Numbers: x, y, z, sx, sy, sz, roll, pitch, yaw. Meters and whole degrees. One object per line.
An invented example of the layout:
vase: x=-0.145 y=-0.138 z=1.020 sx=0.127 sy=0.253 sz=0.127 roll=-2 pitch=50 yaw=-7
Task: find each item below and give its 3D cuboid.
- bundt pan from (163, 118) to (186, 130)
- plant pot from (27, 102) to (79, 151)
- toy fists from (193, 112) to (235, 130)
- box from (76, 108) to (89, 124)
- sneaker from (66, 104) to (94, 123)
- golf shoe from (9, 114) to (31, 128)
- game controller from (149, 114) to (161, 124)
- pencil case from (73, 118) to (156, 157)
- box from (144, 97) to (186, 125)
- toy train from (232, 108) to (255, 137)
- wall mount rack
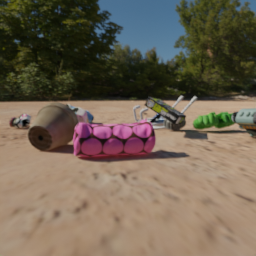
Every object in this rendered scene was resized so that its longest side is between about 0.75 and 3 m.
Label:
bundt pan: x=1.824 y=-0.309 z=11.028 sx=0.920 sy=0.345 sz=0.920 roll=-7 pitch=33 yaw=5
plant pot: x=-2.096 y=0.051 z=7.531 sx=1.246 sy=1.246 sz=1.081 roll=2 pitch=23 yaw=16
toy fists: x=3.378 y=-0.286 z=10.772 sx=1.719 sy=0.591 sz=0.876 roll=-2 pitch=-7 yaw=-14
box: x=-1.183 y=-0.149 z=7.458 sx=0.192 sy=0.206 sz=0.993 roll=18 pitch=-30 yaw=10
sneaker: x=-2.504 y=-0.552 z=13.886 sx=1.082 sy=0.943 sz=2.406 roll=15 pitch=3 yaw=-35
golf shoe: x=-4.499 y=-0.242 z=12.129 sx=0.675 sy=0.532 sz=1.466 roll=14 pitch=15 yaw=4
game controller: x=1.220 y=-0.478 z=12.197 sx=0.649 sy=0.262 sz=1.244 roll=-32 pitch=2 yaw=18
pencil case: x=-0.353 y=0.216 z=6.706 sx=1.912 sy=0.896 sz=0.868 roll=-1 pitch=-16 yaw=-16
box: x=1.357 y=-0.602 z=9.937 sx=1.251 sy=0.346 sz=1.561 roll=33 pitch=13 yaw=15
toy train: x=4.149 y=-0.207 z=8.746 sx=1.138 sy=0.851 sz=1.997 roll=29 pitch=-4 yaw=-16
wall mount rack: x=1.604 y=-0.704 z=12.451 sx=2.492 sy=1.069 sz=2.868 roll=-10 pitch=10 yaw=-8
